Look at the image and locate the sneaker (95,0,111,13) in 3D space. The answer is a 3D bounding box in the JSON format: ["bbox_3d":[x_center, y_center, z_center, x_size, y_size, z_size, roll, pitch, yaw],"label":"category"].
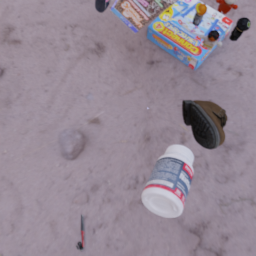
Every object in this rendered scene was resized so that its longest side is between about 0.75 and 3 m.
[{"bbox_3d":[-0.804,-5.082,10.244,0.566,1.614,0.662,29,48,-2],"label":"sneaker"}]

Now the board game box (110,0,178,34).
[{"bbox_3d":[0.851,-4.697,9.259,1.195,2.467,1.967,36,61,-24],"label":"board game box"}]

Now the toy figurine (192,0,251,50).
[{"bbox_3d":[2.808,-3.277,8.601,1.458,1.031,1.481,-19,86,1],"label":"toy figurine"}]

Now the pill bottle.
[{"bbox_3d":[0.951,1.111,6.191,0.892,0.892,1.492,23,48,9],"label":"pill bottle"}]

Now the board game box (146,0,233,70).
[{"bbox_3d":[2.594,-4.166,11.909,2.624,0.733,2.569,38,73,13],"label":"board game box"}]

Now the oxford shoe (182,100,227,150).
[{"bbox_3d":[1.988,-0.223,6.780,1.008,2.388,0.868,-3,113,2],"label":"oxford shoe"}]

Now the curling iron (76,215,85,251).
[{"bbox_3d":[-1.561,3.473,9.274,0.281,0.145,1.135,0,69,1],"label":"curling iron"}]
